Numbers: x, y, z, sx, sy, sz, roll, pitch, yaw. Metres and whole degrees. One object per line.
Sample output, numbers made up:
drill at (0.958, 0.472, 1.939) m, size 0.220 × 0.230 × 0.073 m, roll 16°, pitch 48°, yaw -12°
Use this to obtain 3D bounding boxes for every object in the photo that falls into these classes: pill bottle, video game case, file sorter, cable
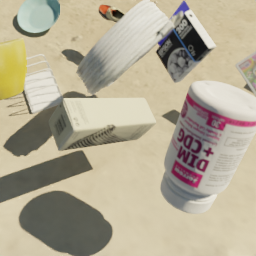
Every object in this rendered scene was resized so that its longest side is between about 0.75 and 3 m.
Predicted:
pill bottle at (1.326, 0.377, 4.864) m, size 1.208 × 2.131 × 1.208 m, roll 10°, pitch 29°, yaw -6°
video game case at (3.938, -1.254, 7.299) m, size 1.370 × 0.172 × 1.914 m, roll -34°, pitch 84°, yaw 22°
file sorter at (-2.944, -1.509, 9.240) m, size 1.092 × 0.980 × 1.574 m, roll -21°, pitch 60°, yaw -13°
cable at (-0.157, -1.938, 6.978) m, size 2.630 × 2.629 × 0.910 m, roll -43°, pitch 98°, yaw -11°

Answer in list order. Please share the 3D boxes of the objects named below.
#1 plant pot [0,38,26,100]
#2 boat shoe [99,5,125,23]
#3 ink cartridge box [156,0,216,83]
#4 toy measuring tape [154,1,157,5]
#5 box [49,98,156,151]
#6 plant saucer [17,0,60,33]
plant pot at (-3.195, -1.362, 6.807) m, size 1.717 × 1.219 × 1.717 m, roll -12°, pitch 24°, yaw 5°
boat shoe at (-0.448, -3.732, 9.216) m, size 1.336 × 0.418 × 0.475 m, roll 36°, pitch 88°, yaw 15°
ink cartridge box at (1.312, -2.178, 7.199) m, size 0.322 × 1.469 × 1.483 m, roll -19°, pitch 74°, yaw -33°
toy measuring tape at (0.915, -3.651, 9.094) m, size 0.304 × 0.828 × 0.304 m, roll 6°, pitch 39°, yaw -5°
box at (-0.515, -0.129, 6.226) m, size 2.225 × 0.914 × 0.761 m, roll -6°, pitch 63°, yaw -39°
plant saucer at (-3.547, -4.560, 11.336) m, size 1.826 × 0.352 × 1.826 m, roll -3°, pitch 74°, yaw 9°
